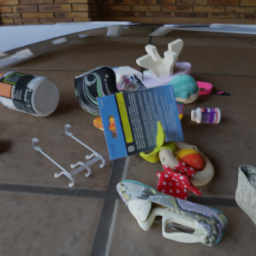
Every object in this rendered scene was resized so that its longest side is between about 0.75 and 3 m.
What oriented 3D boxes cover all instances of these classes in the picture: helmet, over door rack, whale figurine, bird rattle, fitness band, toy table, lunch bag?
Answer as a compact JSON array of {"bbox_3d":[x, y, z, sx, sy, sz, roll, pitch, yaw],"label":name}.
[{"bbox_3d":[-1.008,-1.397,11.019,1.999,1.906,1.999,-21,14,6],"label":"helmet"},{"bbox_3d":[-1.645,0.772,7.805,1.700,0.566,1.256,41,42,19],"label":"over door rack"},{"bbox_3d":[2.024,-1.654,12.323,2.240,1.162,1.782,-16,25,-18],"label":"whale figurine"},{"bbox_3d":[1.420,0.871,7.285,1.905,1.316,2.336,6,24,-26],"label":"bird rattle"},{"bbox_3d":[3.267,-2.060,14.098,1.864,0.349,1.339,11,28,26],"label":"fitness band"},{"bbox_3d":[1.816,-3.246,14.266,2.808,1.644,2.581,-35,36,-23],"label":"toy table"},{"bbox_3d":[2.848,1.460,6.237,0.656,0.916,1.116,-11,28,-11],"label":"lunch bag"}]

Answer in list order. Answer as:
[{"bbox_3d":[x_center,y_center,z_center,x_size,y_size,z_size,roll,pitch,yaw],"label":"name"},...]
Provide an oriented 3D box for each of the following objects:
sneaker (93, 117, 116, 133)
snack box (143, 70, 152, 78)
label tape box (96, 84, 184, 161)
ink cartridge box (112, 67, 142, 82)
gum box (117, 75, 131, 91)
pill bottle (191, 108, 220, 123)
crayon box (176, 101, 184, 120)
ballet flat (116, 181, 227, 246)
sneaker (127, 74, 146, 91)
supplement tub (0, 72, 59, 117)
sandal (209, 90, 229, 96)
[{"bbox_3d":[-0.142,-0.290,9.937,2.216,0.855,0.809,1,29,6],"label":"sneaker"},{"bbox_3d":[1.817,-2.997,15.985,1.575,0.417,1.120,19,32,34],"label":"snack box"},{"bbox_3d":[0.290,-0.194,8.311,2.495,1.799,0.790,-13,2,-24],"label":"label tape box"},{"bbox_3d":[-0.163,-2.723,15.062,1.246,0.730,1.724,-11,27,-22],"label":"ink cartridge box"},{"bbox_3d":[-0.239,-1.822,11.995,0.264,0.799,0.453,-12,64,-36],"label":"gum box"},{"bbox_3d":[2.934,-0.463,10.607,1.001,0.563,0.563,1,26,2],"label":"pill bottle"},{"bbox_3d":[1.101,-0.666,10.199,1.701,0.496,1.468,7,-8,6],"label":"crayon box"},{"bbox_3d":[0.699,1.769,5.765,2.486,0.894,0.894,13,29,26],"label":"ballet flat"},{"bbox_3d":[0.347,-1.631,11.802,1.205,0.778,2.221,47,11,-2],"label":"sneaker"},{"bbox_3d":[-4.239,-1.435,11.424,2.558,1.567,1.567,15,30,27],"label":"supplement tub"},{"bbox_3d":[4.422,-1.699,13.556,0.928,0.209,0.348,8,27,16],"label":"sandal"}]
